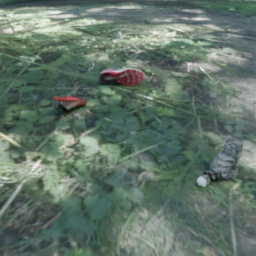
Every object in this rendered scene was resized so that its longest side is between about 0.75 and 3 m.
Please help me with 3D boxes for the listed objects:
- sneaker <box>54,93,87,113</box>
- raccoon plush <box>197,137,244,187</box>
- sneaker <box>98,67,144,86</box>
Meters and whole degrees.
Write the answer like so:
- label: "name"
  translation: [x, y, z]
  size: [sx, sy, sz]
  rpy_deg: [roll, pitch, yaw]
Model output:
- label: "sneaker"
  translation: [-2.867, -1.190, 13.908]
  size: [1.783, 0.871, 0.630]
  rpy_deg: [1, 17, -42]
- label: "raccoon plush"
  translation: [3.324, 1.193, 9.737]
  size: [0.960, 1.329, 1.984]
  rpy_deg: [27, 42, 34]
- label: "sneaker"
  translation: [-0.382, -3.139, 16.475]
  size: [2.627, 1.059, 0.981]
  rpy_deg: [3, 32, 5]
